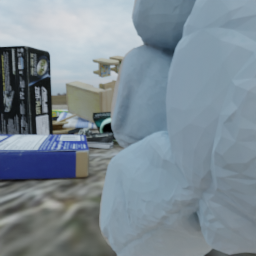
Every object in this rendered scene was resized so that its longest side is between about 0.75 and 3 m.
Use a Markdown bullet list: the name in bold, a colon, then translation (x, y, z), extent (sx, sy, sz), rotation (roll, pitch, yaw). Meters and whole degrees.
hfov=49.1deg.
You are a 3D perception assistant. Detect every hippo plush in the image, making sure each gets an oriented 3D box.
- **hippo plush**: translation (1.282, -0.262, 1.388), extent (2.368, 2.346, 2.946), rotation (10, -16, -11)

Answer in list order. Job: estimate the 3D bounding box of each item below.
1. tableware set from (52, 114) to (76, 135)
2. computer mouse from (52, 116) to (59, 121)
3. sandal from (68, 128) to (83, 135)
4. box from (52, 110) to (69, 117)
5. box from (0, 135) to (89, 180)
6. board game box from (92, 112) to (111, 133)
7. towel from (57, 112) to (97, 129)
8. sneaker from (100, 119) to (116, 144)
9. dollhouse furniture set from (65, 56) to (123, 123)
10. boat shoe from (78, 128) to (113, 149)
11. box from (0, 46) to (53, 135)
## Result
- **tableware set**: translation (-3.057, -0.119, 8.444), extent (2.826, 0.566, 1.868), rotation (1, 6, 13)
- **computer mouse**: translation (-3.877, -0.363, 12.490), extent (1.978, 0.337, 0.580), rotation (3, 20, -27)
- **sandal**: translation (-1.478, 0.136, 8.032), extent (0.310, 0.197, 0.825), rotation (-1, 7, 11)
- **box**: translation (-3.160, -0.686, 14.608), extent (2.104, 0.509, 1.235), rotation (1, 6, 28)
- **box**: translation (-2.003, 0.381, 4.284), extent (2.735, 0.443, 1.656), rotation (2, 5, -10)
- **board game box**: translation (-0.136, -0.120, 7.566), extent (1.462, 0.206, 0.989), rotation (-4, -30, 7)
- **towel**: translation (-1.369, -0.271, 10.329), extent (2.425, 0.289, 1.781), rotation (1, 14, -6)
- **sneaker**: translation (0.244, 0.062, 6.553), extent (1.860, 0.684, 1.097), rotation (-3, 6, 3)
- **dollhouse furniture set**: translation (-0.602, -1.229, 10.616), extent (1.890, 2.493, 2.845), rotation (20, 31, 38)
- **boat shoe**: translation (-0.890, 0.201, 6.085), extent (1.141, 0.390, 0.421), rotation (6, 13, 14)
- **box**: translation (-2.491, -0.546, 5.675), extent (1.665, 2.033, 0.876), rotation (1, 8, 13)
